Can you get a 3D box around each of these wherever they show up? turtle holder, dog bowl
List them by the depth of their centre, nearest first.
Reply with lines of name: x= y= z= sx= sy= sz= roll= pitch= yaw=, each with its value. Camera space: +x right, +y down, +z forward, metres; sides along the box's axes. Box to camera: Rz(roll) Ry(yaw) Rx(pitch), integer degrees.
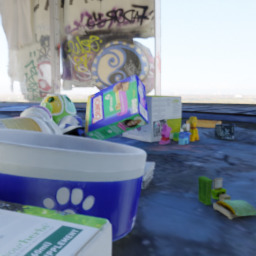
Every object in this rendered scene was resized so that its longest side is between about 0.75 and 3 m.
dog bowl: x=-1.200 y=0.705 z=4.229 sx=2.832 sy=1.115 sz=2.832 roll=8 pitch=0 yaw=0
turtle holder: x=-4.011 y=-0.910 z=15.157 sx=1.973 sy=1.844 sz=2.597 roll=6 pitch=10 yaw=36

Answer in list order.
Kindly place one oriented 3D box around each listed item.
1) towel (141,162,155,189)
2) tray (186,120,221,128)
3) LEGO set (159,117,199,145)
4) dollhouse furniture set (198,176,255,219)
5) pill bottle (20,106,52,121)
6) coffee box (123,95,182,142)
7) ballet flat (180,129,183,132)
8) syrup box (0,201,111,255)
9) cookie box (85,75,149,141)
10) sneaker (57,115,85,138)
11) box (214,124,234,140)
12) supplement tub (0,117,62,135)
towel: x=0.121 y=1.047 z=6.237 sx=0.781 sy=0.404 sz=0.944 roll=1 pitch=9 yaw=20
tray: x=4.288 y=-0.234 z=15.904 sx=1.743 sy=0.323 sz=0.860 roll=6 pitch=10 yaw=34
LEGO set: x=2.286 y=0.047 z=11.342 sx=0.911 sy=0.980 sz=2.389 roll=7 pitch=10 yaw=37
dollhouse furniture set: x=1.740 y=1.181 z=4.944 sx=0.597 sy=0.458 sz=0.912 roll=-3 pitch=8 yaw=-20
pill bottle: x=-4.104 y=-0.282 z=12.460 sx=1.331 sy=1.331 sz=2.370 roll=-2 pitch=8 yaw=-12
coffee box: x=1.015 y=-0.497 z=12.105 sx=1.857 sy=1.837 sz=1.854 roll=-6 pitch=10 yaw=-40
ballet flat: x=2.227 y=0.098 z=13.176 sx=1.211 sy=0.434 sz=0.434 roll=-6 pitch=10 yaw=-43
syrup box: x=-1.569 y=1.230 z=2.232 sx=2.708 sy=1.103 sz=1.066 roll=4 pitch=8 yaw=21
cookie box: x=-0.471 y=-0.724 z=10.810 sx=2.306 sy=1.973 sz=0.867 roll=-21 pitch=-40 yaw=23
sneaker: x=-2.036 y=0.278 z=10.150 sx=1.447 sy=1.012 sz=2.506 roll=6 pitch=16 yaw=16
box: x=4.113 y=0.161 z=11.966 sx=0.786 sy=0.584 sz=0.421 roll=2 pitch=8 yaw=20
supplement tub: x=-2.618 y=0.481 z=6.361 sx=1.435 sy=1.435 sz=1.988 roll=6 pitch=9 yaw=38
